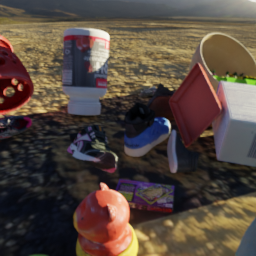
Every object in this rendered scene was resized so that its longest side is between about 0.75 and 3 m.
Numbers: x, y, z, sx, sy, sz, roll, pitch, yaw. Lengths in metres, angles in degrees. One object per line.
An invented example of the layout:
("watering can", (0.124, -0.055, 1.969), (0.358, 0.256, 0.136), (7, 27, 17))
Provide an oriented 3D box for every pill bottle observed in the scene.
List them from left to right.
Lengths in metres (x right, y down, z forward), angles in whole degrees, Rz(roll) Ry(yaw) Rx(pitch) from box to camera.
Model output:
("pill bottle", (-1.561, -1.977, 10.216), (1.625, 2.936, 1.625), (3, 8, 0))

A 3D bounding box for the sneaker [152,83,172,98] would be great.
("sneaker", (1.445, -1.221, 11.439), (0.873, 0.731, 1.924), (25, 36, 5))

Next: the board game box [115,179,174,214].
("board game box", (0.365, 1.539, 6.388), (1.332, 0.215, 0.799), (5, 31, 10))

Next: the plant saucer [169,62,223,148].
("plant saucer", (2.015, -0.650, 8.371), (0.341, 1.853, 1.856), (1, 55, -24))

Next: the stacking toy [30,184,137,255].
("stacking toy", (-0.627, 2.161, 3.919), (2.606, 1.216, 2.879), (-13, 28, -25))

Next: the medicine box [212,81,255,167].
("medicine box", (3.780, -0.137, 8.003), (2.393, 1.352, 2.627), (9, 32, 7))

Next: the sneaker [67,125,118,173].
("sneaker", (-0.874, 0.383, 6.875), (0.894, 0.961, 2.226), (27, -7, -31))

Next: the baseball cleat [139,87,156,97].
("baseball cleat", (0.957, -1.549, 12.561), (0.944, 0.329, 0.502), (-31, 65, -20))

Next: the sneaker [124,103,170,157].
("sneaker", (0.633, -0.201, 8.589), (0.913, 1.323, 2.378), (12, 27, 31))

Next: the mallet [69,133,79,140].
("mallet", (-1.438, 0.442, 8.664), (0.350, 0.219, 1.064), (-15, 35, -35))

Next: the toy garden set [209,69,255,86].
("toy garden set", (4.427, -1.823, 10.454), (2.229, 0.534, 2.674), (-3, 15, -41))

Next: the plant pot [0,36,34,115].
("plant pot", (-4.927, -1.936, 10.021), (2.493, 2.493, 2.270), (-16, 69, -30))

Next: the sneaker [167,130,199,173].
("sneaker", (1.499, 0.663, 7.623), (0.743, 0.529, 1.498), (9, 40, -5))

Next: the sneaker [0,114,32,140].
("sneaker", (-3.927, -0.021, 8.601), (0.739, 0.798, 1.979), (-5, 16, 36))

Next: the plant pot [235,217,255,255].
("plant pot", (2.550, 1.807, 3.445), (2.418, 2.272, 2.418), (1, 26, 0))

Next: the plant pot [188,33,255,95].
("plant pot", (3.617, -2.148, 11.556), (2.838, 1.906, 2.838), (10, 63, -20))

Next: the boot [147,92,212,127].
("boot", (2.115, -0.374, 9.969), (2.573, 0.881, 2.423), (28, 30, 32))
